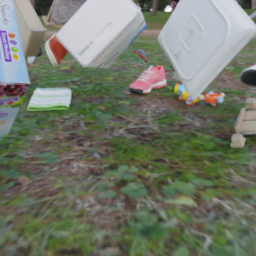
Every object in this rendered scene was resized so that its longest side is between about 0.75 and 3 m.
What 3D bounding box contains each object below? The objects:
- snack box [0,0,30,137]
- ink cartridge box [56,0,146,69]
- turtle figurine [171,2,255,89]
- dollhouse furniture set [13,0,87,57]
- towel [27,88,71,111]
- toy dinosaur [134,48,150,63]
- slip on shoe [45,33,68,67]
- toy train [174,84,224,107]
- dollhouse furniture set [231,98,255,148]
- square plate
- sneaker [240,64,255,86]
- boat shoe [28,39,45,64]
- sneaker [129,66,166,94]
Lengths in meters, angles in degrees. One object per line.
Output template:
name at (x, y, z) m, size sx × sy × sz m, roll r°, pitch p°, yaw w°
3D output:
snack box at (-2.590, -1.221, 4.939) m, size 0.921 × 2.294 × 2.720 m, roll -7°, pitch -13°, yaw -33°
ink cartridge box at (-0.520, -2.394, 6.940) m, size 0.988 × 1.710 × 2.343 m, roll 47°, pitch 12°, yaw -3°
turtle figurine at (2.448, -2.554, 8.202) m, size 2.782 × 2.697 × 2.002 m, roll -5°, pitch 24°, yaw -45°
dollhouse furniture set at (-1.831, -2.901, 8.126) m, size 2.950 × 2.516 × 1.441 m, roll -17°, pitch 72°, yaw -41°
towel at (-3.351, -1.288, 12.130) m, size 1.698 × 0.349 × 2.277 m, roll -4°, pitch 25°, yaw -8°
toy dinosaur at (0.601, -3.261, 12.817) m, size 0.454 × 0.784 × 0.864 m, roll -18°, pitch 22°, yaw 47°
slip on shoe at (-2.747, -3.231, 11.228) m, size 0.742 × 0.898 × 2.424 m, roll -15°, pitch 36°, yaw 10°
toy train at (2.943, -1.354, 12.047) m, size 1.643 × 0.608 × 2.187 m, roll -9°, pitch 29°, yaw -22°
dollhouse furniture set at (4.794, 0.011, 8.635) m, size 2.353 × 1.347 × 2.759 m, roll -1°, pitch 39°, yaw 40°
square plate at (1.474, -2.030, 6.147) m, size 0.298 × 2.074 × 2.093 m, roll -5°, pitch 59°, yaw -32°
sneaker at (3.142, -1.400, 6.678) m, size 1.356 × 0.453 × 0.727 m, roll -6°, pitch 46°, yaw -12°
boat shoe at (-3.412, -2.899, 10.527) m, size 0.427 × 1.289 × 0.451 m, roll 25°, pitch -35°, yaw -37°
sneaker at (0.919, -2.416, 13.669) m, size 0.977 × 1.150 × 2.651 m, roll 17°, pitch 30°, yaw 34°
